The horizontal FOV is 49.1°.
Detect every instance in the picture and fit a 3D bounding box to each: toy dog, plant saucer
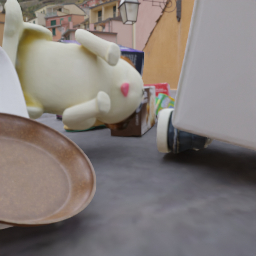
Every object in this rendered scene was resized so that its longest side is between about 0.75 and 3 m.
[{"bbox_3d":[-0.912,-0.688,5.035,2.577,1.798,2.499,7,-13,-22],"label":"toy dog"},{"bbox_3d":[-0.981,0.351,2.488,1.421,0.260,1.421,26,22,-11],"label":"plant saucer"}]

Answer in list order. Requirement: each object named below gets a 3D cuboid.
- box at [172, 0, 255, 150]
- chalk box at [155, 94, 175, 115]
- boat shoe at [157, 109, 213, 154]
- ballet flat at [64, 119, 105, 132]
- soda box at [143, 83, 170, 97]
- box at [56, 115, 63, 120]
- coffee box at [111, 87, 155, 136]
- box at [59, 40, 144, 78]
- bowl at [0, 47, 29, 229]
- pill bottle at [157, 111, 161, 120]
[{"bbox_3d":[2.316,-1.368,3.864,2.464,2.877,2.863,15,24,19],"label":"box"},{"bbox_3d":[1.200,-0.677,9.004,1.119,0.696,0.693,21,7,-8],"label":"chalk box"},{"bbox_3d":[1.316,-0.132,5.626,0.873,1.057,2.823,6,8,20],"label":"boat shoe"},{"bbox_3d":[-0.980,-0.306,8.111,1.956,0.616,0.671,-9,15,-41],"label":"ballet flat"},{"bbox_3d":[0.132,-1.099,10.866,2.981,1.044,0.945,-3,2,11],"label":"soda box"},{"bbox_3d":[-1.838,-0.604,9.766,1.166,0.669,0.770,7,11,32],"label":"box"},{"bbox_3d":[0.194,-0.530,7.705,0.818,1.174,2.053,0,8,15],"label":"coffee box"},{"bbox_3d":[-0.648,-1.543,6.767,1.682,0.877,1.245,-10,27,-37],"label":"box"},{"bbox_3d":[-1.822,-0.202,2.238,0.852,2.282,2.279,-23,-23,10],"label":"bowl"},{"bbox_3d":[1.304,-0.274,8.200,0.520,0.520,0.926,-8,12,-39],"label":"pill bottle"}]
